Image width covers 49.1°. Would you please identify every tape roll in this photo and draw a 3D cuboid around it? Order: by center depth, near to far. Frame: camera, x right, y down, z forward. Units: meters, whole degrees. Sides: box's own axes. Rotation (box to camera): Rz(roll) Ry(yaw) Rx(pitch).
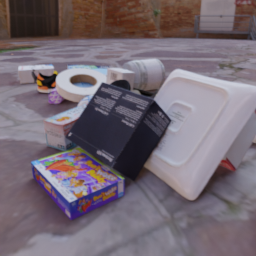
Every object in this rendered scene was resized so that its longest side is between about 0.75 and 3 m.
[{"bbox_3d":[-1.948,-1.864,12.095,2.319,0.424,2.319,7,38,-5],"label":"tape roll"}]

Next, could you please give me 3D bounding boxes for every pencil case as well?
[{"bbox_3d":[-3.112,-1.542,12.744,0.650,0.662,1.548,42,21,-10],"label":"pencil case"}]

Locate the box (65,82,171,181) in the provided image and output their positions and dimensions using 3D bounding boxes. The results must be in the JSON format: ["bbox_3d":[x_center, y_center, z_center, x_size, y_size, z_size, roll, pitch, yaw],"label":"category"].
[{"bbox_3d":[-0.274,0.025,6.879,1.919,1.747,0.999,26,-11,42],"label":"box"}]

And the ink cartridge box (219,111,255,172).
[{"bbox_3d":[1.998,-0.135,7.329,2.079,1.504,1.511,25,-11,47],"label":"ink cartridge box"}]

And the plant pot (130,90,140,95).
[{"bbox_3d":[0.143,-0.645,9.302,1.202,1.043,1.202,-13,-7,-2],"label":"plant pot"}]

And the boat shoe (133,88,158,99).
[{"bbox_3d":[1.057,-1.089,11.278,2.742,0.826,0.977,11,25,26],"label":"boat shoe"}]

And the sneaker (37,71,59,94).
[{"bbox_3d":[-3.356,-2.288,13.916,2.365,1.064,0.827,-1,22,-2],"label":"sneaker"}]

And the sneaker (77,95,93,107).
[{"bbox_3d":[-1.036,-0.938,11.096,2.016,0.724,0.730,-13,28,-25],"label":"sneaker"}]

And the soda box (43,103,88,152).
[{"bbox_3d":[-1.446,-0.170,8.947,0.808,0.869,2.541,12,25,30],"label":"soda box"}]

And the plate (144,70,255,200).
[{"bbox_3d":[1.269,-0.156,6.863,0.466,2.884,2.878,36,-3,-39],"label":"plate"}]

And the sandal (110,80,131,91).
[{"bbox_3d":[-0.375,-0.307,8.490,1.056,0.634,2.811,-2,51,19],"label":"sandal"}]

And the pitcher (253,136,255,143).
[{"bbox_3d":[3.821,0.087,8.654,1.078,0.762,1.257,3,26,-44],"label":"pitcher"}]

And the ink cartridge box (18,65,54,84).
[{"bbox_3d":[-5.356,-3.172,16.430,1.932,0.809,1.402,-7,23,-17],"label":"ink cartridge box"}]

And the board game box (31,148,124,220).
[{"bbox_3d":[-1.181,1.136,6.321,1.306,0.435,1.943,-17,28,-36],"label":"board game box"}]

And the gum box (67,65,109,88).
[{"bbox_3d":[-1.759,-2.285,13.624,2.166,0.568,2.549,-2,36,-17],"label":"gum box"}]

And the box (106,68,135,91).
[{"bbox_3d":[-0.329,-1.777,11.010,0.653,1.000,0.995,-11,26,-40],"label":"box"}]

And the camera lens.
[{"bbox_3d":[0.791,-2.669,14.224,1.919,1.535,1.535,-11,25,-26],"label":"camera lens"}]
